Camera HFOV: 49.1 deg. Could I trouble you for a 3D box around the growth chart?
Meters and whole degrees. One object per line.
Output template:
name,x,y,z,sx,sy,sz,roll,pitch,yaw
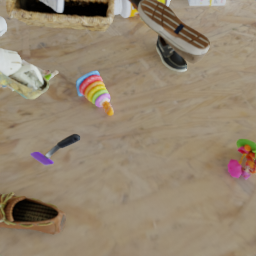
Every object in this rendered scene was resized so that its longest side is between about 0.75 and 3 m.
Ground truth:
growth chart,-3.612,-1.765,9.370,2.092,0.186,1.514,24,54,20

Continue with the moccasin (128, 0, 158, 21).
moccasin,0.484,-3.933,8.941,0.702,0.741,1.920,-43,42,3

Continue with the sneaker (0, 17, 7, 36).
sneaker,-5.255,-4.001,10.976,0.635,0.669,1.662,-2,48,1

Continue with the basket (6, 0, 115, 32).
basket,-1.691,-3.704,7.495,2.659,1.898,1.981,3,13,-8

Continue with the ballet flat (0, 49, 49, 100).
ballet flat,-1.541,-0.776,3.766,0.500,1.413,0.500,-4,76,15

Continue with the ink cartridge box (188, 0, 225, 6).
ink cartridge box,3.580,-6.330,12.638,1.603,1.180,1.159,0,49,0

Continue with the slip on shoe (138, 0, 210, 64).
slip on shoe,1.071,-2.423,7.064,2.085,0.632,0.793,36,64,8

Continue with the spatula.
spatula,-1.251,0.372,4.816,0.394,1.393,0.143,40,42,-24

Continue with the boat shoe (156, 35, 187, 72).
boat shoe,1.502,-2.668,9.852,0.681,0.642,1.897,-14,52,-13

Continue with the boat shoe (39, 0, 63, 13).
boat shoe,-1.750,-2.871,6.086,0.442,0.497,1.352,-8,38,-26

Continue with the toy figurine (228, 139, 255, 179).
toy figurine,2.878,0.902,6.897,0.955,0.717,0.879,42,73,2

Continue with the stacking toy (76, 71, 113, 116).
stacking toy,-0.855,-0.934,8.361,0.797,0.843,1.453,-30,67,-20

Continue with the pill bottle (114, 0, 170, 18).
pill bottle,0.393,-5.472,11.773,2.503,1.367,1.367,-16,51,-13

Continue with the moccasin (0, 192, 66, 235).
moccasin,-2.359,1.764,5.902,2.042,0.788,0.747,13,50,11
